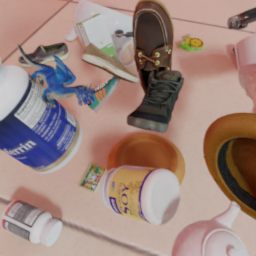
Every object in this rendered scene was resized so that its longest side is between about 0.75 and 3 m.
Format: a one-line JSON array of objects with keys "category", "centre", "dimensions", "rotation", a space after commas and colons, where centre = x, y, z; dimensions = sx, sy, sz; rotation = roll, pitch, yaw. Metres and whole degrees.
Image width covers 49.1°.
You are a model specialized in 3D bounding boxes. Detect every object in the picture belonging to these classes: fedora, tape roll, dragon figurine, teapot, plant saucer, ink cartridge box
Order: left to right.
[{"category": "dragon figurine", "centre": [-1.393, -1.038, 5.516], "dimensions": [0.925, 0.547, 1.860], "rotation": [-35, 75, 6]}, {"category": "ink cartridge box", "centre": [-0.883, -2.503, 8.164], "dimensions": [0.718, 1.383, 0.410], "rotation": [-37, 32, -25]}, {"category": "teapot", "centre": [-1.036, -3.945, 11.843], "dimensions": [2.808, 2.078, 2.845], "rotation": [11, 20, -22]}, {"category": "plant saucer", "centre": [0.551, 1.057, 8.564], "dimensions": [2.432, 0.455, 2.432], "rotation": [0, 50, 0]}, {"category": "teapot", "centre": [1.286, 1.935, 4.079], "dimensions": [1.246, 0.922, 1.262], "rotation": [-16, 68, -25]}, {"category": "fedora", "centre": [2.240, 0.581, 4.477], "dimensions": [0.920, 2.256, 2.256], "rotation": [-34, 57, -24]}, {"category": "tape roll", "centre": [4.310, -2.116, 7.586], "dimensions": [2.635, 2.635, 0.922], "rotation": [-11, 93, -9]}]

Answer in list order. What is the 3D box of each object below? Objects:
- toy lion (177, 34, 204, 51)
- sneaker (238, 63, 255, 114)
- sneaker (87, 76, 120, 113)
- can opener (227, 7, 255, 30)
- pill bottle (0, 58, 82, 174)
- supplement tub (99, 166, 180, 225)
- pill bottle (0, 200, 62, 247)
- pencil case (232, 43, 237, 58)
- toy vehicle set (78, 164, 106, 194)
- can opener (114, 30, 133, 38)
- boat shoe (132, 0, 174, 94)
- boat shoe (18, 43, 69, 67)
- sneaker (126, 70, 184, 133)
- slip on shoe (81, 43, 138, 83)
[{"category": "toy lion", "centre": [2.916, -3.841, 12.832], "dimensions": [1.000, 0.358, 1.043], "rotation": [34, 58, 16]}, {"category": "sneaker", "centre": [2.872, -0.550, 6.093], "dimensions": [0.986, 1.546, 2.675], "rotation": [13, 8, 6]}, {"category": "sneaker", "centre": [-0.757, -1.035, 7.991], "dimensions": [0.556, 1.392, 0.497], "rotation": [37, 31, -7]}, {"category": "can opener", "centre": [3.394, -3.036, 7.685], "dimensions": [0.472, 0.377, 1.413], "rotation": [-2, -1, -39]}, {"category": "pill bottle", "centre": [-2.391, -0.303, 5.992], "dimensions": [1.611, 2.784, 1.611], "rotation": [-19, 48, 22]}, {"category": "supplement tub", "centre": [0.190, 1.269, 5.506], "dimensions": [1.403, 1.020, 1.020], "rotation": [-4, 38, 45]}, {"category": "pill bottle", "centre": [-2.461, 2.443, 7.159], "dimensions": [1.375, 0.797, 0.797], "rotation": [19, 52, 15]}, {"category": "pencil case", "centre": [4.999, -2.987, 11.833], "dimensions": [0.744, 0.685, 1.609], "rotation": [-14, 50, 10]}, {"category": "toy vehicle set", "centre": [-1.058, 1.505, 8.401], "dimensions": [0.526, 0.112, 0.847], "rotation": [16, 52, 13]}, {"category": "can opener", "centre": [-0.022, -3.451, 10.138], "dimensions": [0.939, 0.250, 0.314], "rotation": [-10, 90, -8]}, {"category": "boat shoe", "centre": [0.676, -1.853, 7.316], "dimensions": [1.022, 2.903, 1.021], "rotation": [5, 59, 18]}, {"category": "boat shoe", "centre": [-3.634, -3.199, 11.993], "dimensions": [2.182, 0.707, 0.785], "rotation": [-14, 51, -12]}, {"category": "sneaker", "centre": [0.603, -0.617, 5.973], "dimensions": [0.880, 1.319, 2.303], "rotation": [14, 14, 14]}, {"category": "slip on shoe", "centre": [-0.352, -1.437, 6.323], "dimensions": [1.387, 0.527, 0.420], "rotation": [23, 91, -10]}]
